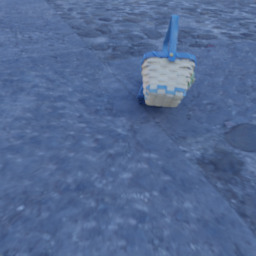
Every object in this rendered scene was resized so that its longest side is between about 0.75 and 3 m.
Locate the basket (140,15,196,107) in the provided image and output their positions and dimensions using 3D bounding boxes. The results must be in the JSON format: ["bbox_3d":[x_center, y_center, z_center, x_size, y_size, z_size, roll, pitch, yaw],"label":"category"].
[{"bbox_3d":[1.432,-2.264,10.244,1.965,2.825,2.491,1,-7,2],"label":"basket"}]

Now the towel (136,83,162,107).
[{"bbox_3d":[1.215,-1.717,12.149,1.307,0.568,2.341,9,36,11],"label":"towel"}]
